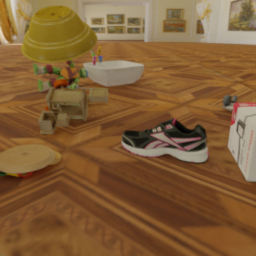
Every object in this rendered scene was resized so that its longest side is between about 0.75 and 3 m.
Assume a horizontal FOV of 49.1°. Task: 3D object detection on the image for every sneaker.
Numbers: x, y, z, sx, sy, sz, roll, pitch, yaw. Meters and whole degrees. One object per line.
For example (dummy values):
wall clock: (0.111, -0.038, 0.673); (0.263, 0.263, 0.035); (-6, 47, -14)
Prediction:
sneaker: (0.979, 0.190, 7.437); (2.315, 1.000, 0.930); (5, 20, 15)

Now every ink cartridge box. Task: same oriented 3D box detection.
ink cartridge box: (3.055, 0.276, 6.711); (0.767, 1.336, 1.840); (2, 21, 5)

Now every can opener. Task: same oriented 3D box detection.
can opener: (4.197, -1.099, 11.441); (0.482, 0.609, 1.831); (8, 18, 23)

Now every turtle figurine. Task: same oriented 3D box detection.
turtle figurine: (-3.130, -2.840, 13.919); (2.757, 2.046, 2.843); (-15, 22, -24)

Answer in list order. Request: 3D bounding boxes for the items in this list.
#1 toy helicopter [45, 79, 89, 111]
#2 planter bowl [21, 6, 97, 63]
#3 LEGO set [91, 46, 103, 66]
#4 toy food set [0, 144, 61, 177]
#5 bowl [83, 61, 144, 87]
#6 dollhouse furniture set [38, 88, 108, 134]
toy helicopter: (-2.331, -1.115, 11.071); (1.422, 0.848, 2.150); (-28, -16, 30)
planter bowl: (-1.885, -2.611, 7.347); (2.068, 0.861, 2.068); (-2, 45, 2)
LEGO set: (-1.130, -2.729, 10.177); (0.370, 0.398, 0.969); (-2, 50, -18)
toy food set: (-2.480, 0.779, 6.808); (1.415, 0.348, 1.429); (7, 22, 16)
bowl: (-0.826, -3.128, 15.967); (2.860, 1.068, 2.856); (-14, 25, -31)
dollhouse furniture set: (-1.715, -0.364, 9.412); (2.007, 1.116, 1.775); (1, 46, 2)
